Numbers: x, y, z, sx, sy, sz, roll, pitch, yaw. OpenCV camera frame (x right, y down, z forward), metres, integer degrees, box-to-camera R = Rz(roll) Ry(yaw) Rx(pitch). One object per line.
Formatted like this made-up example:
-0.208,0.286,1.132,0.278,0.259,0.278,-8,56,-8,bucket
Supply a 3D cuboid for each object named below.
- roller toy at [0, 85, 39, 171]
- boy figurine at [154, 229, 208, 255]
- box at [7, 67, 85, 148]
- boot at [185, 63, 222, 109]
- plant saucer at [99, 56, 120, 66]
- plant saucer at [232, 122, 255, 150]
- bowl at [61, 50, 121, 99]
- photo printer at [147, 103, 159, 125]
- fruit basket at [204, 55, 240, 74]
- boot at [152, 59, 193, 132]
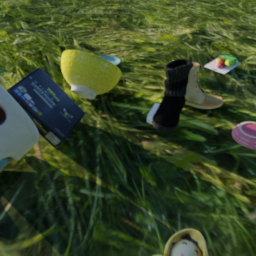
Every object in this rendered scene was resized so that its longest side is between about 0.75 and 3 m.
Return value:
-3.667,-0.053,6.799,2.476,2.714,1.897,26,61,39,roller toy
0.519,2.717,4.428,1.666,0.864,2.680,26,44,37,boy figurine
-2.483,-0.659,8.581,0.538,2.107,1.662,-34,17,33,box
2.527,-1.542,10.149,1.966,1.528,0.716,12,33,14,boot
-1.175,-3.231,13.890,1.544,0.212,1.544,-1,34,0,plant saucer
3.890,0.184,8.679,1.253,0.318,1.253,1,34,0,plant saucer
-1.534,-1.824,10.587,2.338,1.258,2.338,16,-6,2,bowl
1.135,-0.408,9.514,0.864,0.361,1.039,12,37,16,photo printer
4.470,-2.949,13.297,1.270,0.595,1.176,-36,46,-21,fruit basket
1.361,-1.060,8.687,0.826,1.641,2.194,14,41,14,boot
